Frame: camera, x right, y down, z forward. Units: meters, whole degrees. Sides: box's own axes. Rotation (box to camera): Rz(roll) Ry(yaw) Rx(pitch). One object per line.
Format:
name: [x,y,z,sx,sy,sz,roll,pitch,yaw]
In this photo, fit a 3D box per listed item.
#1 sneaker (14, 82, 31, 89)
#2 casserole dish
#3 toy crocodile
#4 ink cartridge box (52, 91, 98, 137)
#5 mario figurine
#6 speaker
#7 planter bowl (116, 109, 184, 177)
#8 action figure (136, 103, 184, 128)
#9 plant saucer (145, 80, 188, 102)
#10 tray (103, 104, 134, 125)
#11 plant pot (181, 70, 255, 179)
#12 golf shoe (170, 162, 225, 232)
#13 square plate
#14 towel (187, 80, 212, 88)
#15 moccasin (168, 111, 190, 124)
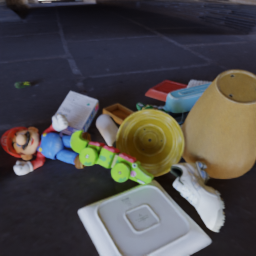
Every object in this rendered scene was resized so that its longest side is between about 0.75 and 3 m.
sneaker: [-5.796,-2.357,15.376,0.847,0.330,0.361,-7,24,-28]
casserole dish: [2.805,-1.296,11.418,2.861,0.555,1.733,-14,19,-1]
toy crocodile: [-0.526,0.938,8.555,2.836,0.876,0.957,23,5,17]
ink cartridge box: [-2.135,-0.416,11.115,1.277,0.714,1.871,19,58,9]
mario figurine: [-2.847,0.575,9.344,2.977,1.578,1.838,6,38,5]
speaker: [-0.610,0.215,10.715,0.764,0.764,1.881,-12,33,-19]
planter bowl: [0.727,0.460,9.383,2.182,2.182,0.909,3,5,4]
action figure: [1.383,-0.526,11.964,2.639,0.722,1.559,23,40,34]
plant saucer: [2.210,-1.941,14.550,1.969,0.362,1.973,21,37,33]
tray: [-0.229,-0.518,12.327,0.880,0.330,1.784,-24,38,-33]
plant pot: [3.059,-0.277,8.736,2.703,2.900,2.703,-2,53,2]
golf shoe: [1.808,1.843,7.755,1.150,0.927,2.366,7,28,-11]
square plate: [0.333,2.496,7.384,2.652,0.377,2.627,-16,36,-24]
towel: [3.722,-1.232,12.855,2.349,1.005,1.945,9,39,21]
moccasin: [2.297,-0.827,11.322,2.028,0.692,0.816,-31,51,-31]
